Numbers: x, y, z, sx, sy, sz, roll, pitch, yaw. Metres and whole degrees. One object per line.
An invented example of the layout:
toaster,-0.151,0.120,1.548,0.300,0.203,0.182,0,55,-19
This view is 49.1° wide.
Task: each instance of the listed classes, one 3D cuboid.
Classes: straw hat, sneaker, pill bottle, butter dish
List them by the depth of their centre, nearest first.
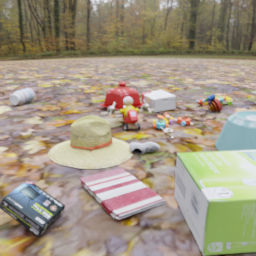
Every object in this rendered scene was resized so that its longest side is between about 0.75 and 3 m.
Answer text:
straw hat,-1.252,0.249,9.357,2.871,1.215,2.871,0,18,0
sneaker,0.540,0.741,9.368,1.030,0.385,0.422,-2,36,6
butter dish,-0.306,-1.714,14.847,1.947,1.443,1.952,-17,24,-41
pill bottle,-6.094,-1.767,16.094,0.794,0.794,1.459,5,20,16

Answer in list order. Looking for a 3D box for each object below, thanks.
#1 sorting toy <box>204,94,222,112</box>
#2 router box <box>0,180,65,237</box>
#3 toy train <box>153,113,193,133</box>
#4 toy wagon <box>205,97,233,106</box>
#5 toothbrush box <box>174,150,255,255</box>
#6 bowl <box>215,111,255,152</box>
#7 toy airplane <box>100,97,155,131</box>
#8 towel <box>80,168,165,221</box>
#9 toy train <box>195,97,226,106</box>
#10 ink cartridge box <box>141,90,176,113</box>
sorting toy,4.400,-1.250,14.771,0.606,0.887,1.476,-25,13,7
router box,-1.984,1.652,5.857,1.060,0.329,0.794,31,26,9
toy train,1.903,-0.318,12.158,1.397,0.517,1.860,16,23,40
toy wagon,5.234,-1.565,16.254,1.546,0.306,1.199,-2,18,-6
toothbrush box,2.605,1.395,5.882,2.818,1.213,2.052,0,19,-5
bowl,4.246,0.170,9.545,2.382,1.246,2.382,-1,18,0
toy airplane,0.006,-0.732,12.164,1.830,1.297,1.838,10,22,32
towel,-0.202,1.574,6.965,1.362,0.215,1.891,-10,22,-33
toy train,4.586,-1.398,15.434,1.531,0.426,1.150,1,14,43
ink cartridge box,1.624,-1.468,15.163,1.277,0.734,1.760,-11,20,-15
